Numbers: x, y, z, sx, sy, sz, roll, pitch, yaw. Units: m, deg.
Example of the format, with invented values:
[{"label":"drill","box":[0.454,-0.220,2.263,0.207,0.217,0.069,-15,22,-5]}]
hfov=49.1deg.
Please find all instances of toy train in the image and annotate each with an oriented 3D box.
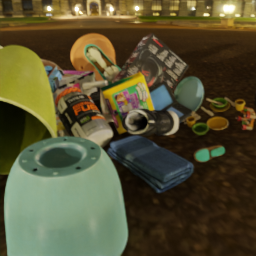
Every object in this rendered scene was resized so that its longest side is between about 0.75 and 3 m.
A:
[{"label":"toy train","box":[-2.519,-1.601,9.134,0.672,0.510,1.177,11,40,3]}]

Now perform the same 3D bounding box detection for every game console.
[{"label":"game console","box":[1.194,-0.708,9.728,1.575,0.932,1.344,-33,41,-16]}]

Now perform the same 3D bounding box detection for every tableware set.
[{"label":"tableware set","box":[3.017,-0.507,9.796,2.250,0.345,1.516,-22,37,-12]}]

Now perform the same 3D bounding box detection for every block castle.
[{"label":"block castle","box":[4.173,-0.366,10.007,0.434,0.618,0.924,10,26,4]}]

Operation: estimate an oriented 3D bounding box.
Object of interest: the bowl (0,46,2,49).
[{"label":"bowl","box":[-4.125,-1.500,8.256,0.704,1.883,1.886,27,-4,22]}]

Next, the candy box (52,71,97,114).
[{"label":"candy box","box":[-2.781,-1.388,10.493,1.966,0.879,2.883,7,29,27]}]

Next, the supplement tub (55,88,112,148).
[{"label":"supplement tub","box":[-1.361,-0.251,8.257,1.131,1.131,1.845,-18,60,-35]}]

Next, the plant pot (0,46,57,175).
[{"label":"plant pot","box":[-3.071,-0.763,7.249,2.730,2.730,2.917,-1,47,-3]}]

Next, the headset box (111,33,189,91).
[{"label":"headset box","box":[0.713,-1.837,10.477,1.918,2.580,0.968,35,-6,-19]}]

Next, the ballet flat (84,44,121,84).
[{"label":"ballet flat","box":[-0.902,-2.341,10.785,2.266,0.763,0.797,45,6,0]}]

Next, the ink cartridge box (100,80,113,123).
[{"label":"ink cartridge box","box":[-0.694,-0.925,9.965,0.482,1.432,0.839,-11,60,-12]}]

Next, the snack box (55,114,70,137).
[{"label":"snack box","box":[-2.509,-0.083,9.424,1.481,0.552,2.083,-21,31,-38]}]

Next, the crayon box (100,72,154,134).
[{"label":"crayon box","box":[0.042,-0.788,9.165,1.397,1.619,0.472,-23,27,-5]}]

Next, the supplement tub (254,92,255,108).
[{"label":"supplement tub","box":[6.359,-1.136,10.802,2.524,1.350,1.350,-3,25,-5]}]

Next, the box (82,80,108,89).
[{"label":"box","box":[-1.104,-1.501,9.667,0.780,0.206,1.000,-7,10,1]}]

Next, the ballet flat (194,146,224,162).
[{"label":"ballet flat","box":[2.221,0.717,7.999,1.145,0.388,0.414,-13,7,-28]}]

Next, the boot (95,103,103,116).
[{"label":"boot","box":[-1.356,-0.721,10.983,1.225,0.453,1.004,13,29,11]}]

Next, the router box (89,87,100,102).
[{"label":"router box","box":[-2.207,-1.652,12.841,2.258,0.590,1.775,-15,28,-29]}]

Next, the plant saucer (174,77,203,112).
[{"label":"plant saucer","box":[2.369,-1.219,10.945,0.213,1.557,1.557,11,15,-34]}]

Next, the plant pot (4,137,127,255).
[{"label":"plant pot","box":[-1.136,1.242,5.049,2.247,1.804,2.247,0,25,0]}]

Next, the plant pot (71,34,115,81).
[{"label":"plant pot","box":[-1.754,-3.620,15.378,2.479,2.479,1.735,-9,44,-20]}]

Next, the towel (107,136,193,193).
[{"label":"towel","box":[0.536,0.855,7.421,1.242,0.540,2.225,-16,28,-34]}]

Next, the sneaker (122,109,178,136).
[{"label":"sneaker","box":[0.269,-0.194,7.991,1.238,0.821,2.175,2,-1,-41]}]

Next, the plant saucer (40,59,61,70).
[{"label":"plant saucer","box":[-4.579,-2.776,13.636,2.975,0.544,2.975,-2,-7,0]}]
